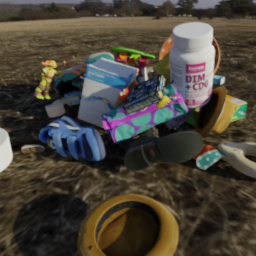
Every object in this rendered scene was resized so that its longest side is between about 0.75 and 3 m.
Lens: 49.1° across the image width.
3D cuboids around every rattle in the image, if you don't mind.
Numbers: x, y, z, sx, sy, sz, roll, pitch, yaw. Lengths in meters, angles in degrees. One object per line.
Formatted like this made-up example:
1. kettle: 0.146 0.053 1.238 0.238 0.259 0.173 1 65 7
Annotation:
1. rattle: 3.452 0.371 8.188 2.840 2.029 1.849 16 43 20

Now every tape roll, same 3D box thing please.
1. tape roll: -4.815 0.781 8.552 2.325 0.813 2.325 0 25 0

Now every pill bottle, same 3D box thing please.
1. pill bottle: 2.096 -2.039 9.304 1.428 2.519 1.428 -6 41 5

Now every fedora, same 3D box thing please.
1. fedora: 0.009 2.216 5.495 2.038 0.831 2.038 -1 31 1
2. fedora: 3.122 -0.469 9.904 0.807 1.980 1.980 24 24 -8

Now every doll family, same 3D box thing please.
1. doll family: 0.577 -0.944 10.343 1.166 1.606 2.588 55 25 13

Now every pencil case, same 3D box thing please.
1. pencil case: 0.488 -0.463 8.860 2.604 1.108 1.203 -25 -7 0

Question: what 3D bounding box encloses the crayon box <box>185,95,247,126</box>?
1. crayon box: 3.560 -0.735 11.805 2.442 0.711 1.450 -15 29 -25

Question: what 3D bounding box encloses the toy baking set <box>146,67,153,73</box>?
1. toy baking set: 0.937 -3.985 19.450 1.400 0.212 1.824 16 30 24

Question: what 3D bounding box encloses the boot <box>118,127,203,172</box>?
1. boot: 0.870 0.385 8.842 2.560 0.886 2.229 -14 16 4

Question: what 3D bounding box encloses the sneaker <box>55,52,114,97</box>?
1. sneaker: -1.830 -2.171 12.003 2.874 1.026 1.148 -24 52 13

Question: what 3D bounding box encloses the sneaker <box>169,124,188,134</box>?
1. sneaker: 1.795 0.065 9.948 0.395 0.593 1.035 -34 18 37

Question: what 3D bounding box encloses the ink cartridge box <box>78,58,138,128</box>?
1. ink cartridge box: -0.801 -1.335 11.077 1.625 2.247 1.654 19 27 8

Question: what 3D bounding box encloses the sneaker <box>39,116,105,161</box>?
1. sneaker: -1.830 0.465 9.026 1.212 1.090 2.947 -22 25 -35

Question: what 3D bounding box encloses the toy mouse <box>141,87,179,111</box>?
1. toy mouse: 0.778 -0.956 8.378 1.148 0.222 1.021 -30 44 0

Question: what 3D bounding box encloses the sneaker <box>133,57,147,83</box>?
1. sneaker: 0.438 -2.844 13.840 0.756 1.844 0.682 -9 -9 -32

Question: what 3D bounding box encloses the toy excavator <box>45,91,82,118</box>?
1. toy excavator: -2.610 -1.397 13.000 2.597 1.297 2.525 -22 29 -14

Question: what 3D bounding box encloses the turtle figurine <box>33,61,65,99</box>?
1. turtle figurine: -3.206 -1.968 10.969 0.654 1.639 2.032 23 12 2

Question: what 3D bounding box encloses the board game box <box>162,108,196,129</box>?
1. board game box: 1.739 -0.679 11.103 1.844 0.569 1.843 8 55 47

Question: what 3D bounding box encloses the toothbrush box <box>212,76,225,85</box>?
1. toothbrush box: 5.260 -2.884 16.856 0.877 0.374 0.642 17 30 31

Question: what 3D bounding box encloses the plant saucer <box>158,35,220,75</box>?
1. plant saucer: 2.606 -2.976 12.084 2.575 2.575 0.416 10 0 20

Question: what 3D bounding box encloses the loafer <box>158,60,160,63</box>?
1. loafer: 1.823 -2.901 12.143 1.094 0.374 0.414 -4 -8 1

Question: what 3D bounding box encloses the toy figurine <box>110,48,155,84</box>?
1. toy figurine: 0.066 -2.408 12.409 2.024 1.863 1.519 7 8 -17

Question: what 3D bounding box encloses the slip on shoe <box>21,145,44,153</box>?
1. slip on shoe: -3.194 0.683 9.415 0.763 0.290 0.231 -7 32 2

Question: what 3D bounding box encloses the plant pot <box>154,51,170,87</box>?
1. plant pot: 1.760 -2.186 11.121 1.232 1.736 1.736 -27 27 3

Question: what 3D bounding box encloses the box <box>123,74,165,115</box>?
1. box: 0.465 -0.978 8.150 1.217 0.280 0.967 -21 38 33
